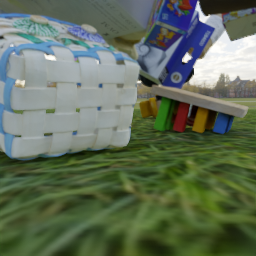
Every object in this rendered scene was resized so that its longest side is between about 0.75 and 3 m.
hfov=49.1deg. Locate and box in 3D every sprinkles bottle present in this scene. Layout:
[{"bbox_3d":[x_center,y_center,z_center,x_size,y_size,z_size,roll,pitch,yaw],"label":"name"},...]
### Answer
[{"bbox_3d":[3.203,-3.746,10.712,0.862,2.526,0.862,36,-17,12],"label":"sprinkles bottle"}]

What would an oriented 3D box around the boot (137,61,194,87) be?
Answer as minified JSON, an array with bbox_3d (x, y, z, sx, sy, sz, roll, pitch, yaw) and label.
[{"bbox_3d":[1.175,-2.395,11.732,2.509,0.929,2.056,-14,27,-20],"label":"boot"}]

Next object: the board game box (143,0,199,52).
[{"bbox_3d":[1.016,-2.790,5.186,0.536,2.396,1.611,18,1,-6],"label":"board game box"}]

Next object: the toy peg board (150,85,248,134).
[{"bbox_3d":[1.902,-0.323,7.620,2.245,1.103,2.254,19,13,22],"label":"toy peg board"}]

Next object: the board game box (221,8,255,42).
[{"bbox_3d":[3.062,-3.523,7.585,0.976,1.894,0.993,-10,-20,31],"label":"board game box"}]

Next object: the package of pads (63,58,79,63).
[{"bbox_3d":[-2.174,-2.422,10.820,0.553,1.621,1.253,43,-13,5],"label":"package of pads"}]

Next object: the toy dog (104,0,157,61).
[{"bbox_3d":[0.384,-2.876,6.988,1.974,1.914,1.377,-27,-22,33],"label":"toy dog"}]

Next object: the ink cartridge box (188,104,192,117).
[{"bbox_3d":[2.689,-0.743,12.346,1.324,0.797,1.822,-1,4,1],"label":"ink cartridge box"}]

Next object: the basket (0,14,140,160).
[{"bbox_3d":[-1.365,-0.709,4.541,2.577,2.033,2.923,-6,17,-42],"label":"basket"}]

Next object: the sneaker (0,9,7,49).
[{"bbox_3d":[-2.596,-2.842,6.965,1.354,2.345,0.880,9,-25,-17],"label":"sneaker"}]

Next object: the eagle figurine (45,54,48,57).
[{"bbox_3d":[-3.178,-3.676,10.855,1.034,1.363,1.029,30,21,-32],"label":"eagle figurine"}]

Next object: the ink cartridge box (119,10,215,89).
[{"bbox_3d":[1.159,-3.034,9.623,2.830,2.824,0.575,30,-4,6],"label":"ink cartridge box"}]

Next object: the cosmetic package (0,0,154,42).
[{"bbox_3d":[-1.364,-3.186,5.595,2.891,1.777,2.882,5,-15,46],"label":"cosmetic package"}]

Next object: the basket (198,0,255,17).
[{"bbox_3d":[2.497,-3.127,6.115,1.642,1.116,1.480,6,3,30],"label":"basket"}]

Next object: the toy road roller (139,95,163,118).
[{"bbox_3d":[1.366,-1.083,14.348,1.437,1.209,1.968,-11,4,8],"label":"toy road roller"}]
